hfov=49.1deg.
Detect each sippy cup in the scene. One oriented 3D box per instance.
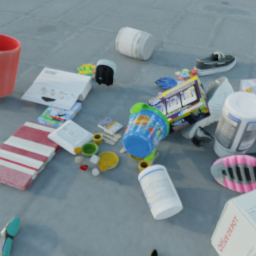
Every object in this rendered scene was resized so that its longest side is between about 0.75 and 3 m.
[{"bbox_3d":[0.457,0.197,8.366,1.672,1.313,1.225,43,43,-9],"label":"sippy cup"}]

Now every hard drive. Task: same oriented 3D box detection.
[{"bbox_3d":[1.582,-1.817,11.889,0.859,0.182,0.579,27,50,26],"label":"hard drive"}]

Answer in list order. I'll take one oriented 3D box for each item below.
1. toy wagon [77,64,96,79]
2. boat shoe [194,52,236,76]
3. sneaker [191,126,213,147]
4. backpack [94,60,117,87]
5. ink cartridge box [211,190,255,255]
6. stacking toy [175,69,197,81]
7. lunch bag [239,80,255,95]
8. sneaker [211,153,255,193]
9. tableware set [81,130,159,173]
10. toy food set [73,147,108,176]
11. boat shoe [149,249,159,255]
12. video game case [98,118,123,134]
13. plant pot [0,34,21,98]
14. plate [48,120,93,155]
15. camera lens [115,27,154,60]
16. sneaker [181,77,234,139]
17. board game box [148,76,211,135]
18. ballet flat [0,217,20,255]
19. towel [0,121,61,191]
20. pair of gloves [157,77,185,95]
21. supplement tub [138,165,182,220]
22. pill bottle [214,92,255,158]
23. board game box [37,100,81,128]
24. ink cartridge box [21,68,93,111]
[{"bbox_3d":[-1.781,-2.434,12.500,0.962,0.245,1.240,-6,43,-6],"label":"toy wagon"},{"bbox_3d":[4.043,-3.016,12.700,2.296,0.814,0.828,-22,47,-22],"label":"boat shoe"},{"bbox_3d":[2.265,0.362,8.693,0.598,1.508,0.568,-42,68,12],"label":"sneaker"},{"bbox_3d":[-0.907,-2.304,11.435,0.887,1.000,0.753,12,52,5],"label":"backpack"},{"bbox_3d":[3.098,2.839,5.598,1.136,2.000,2.744,-17,46,-17],"label":"ink cartridge box"},{"bbox_3d":[2.581,-2.466,12.448,0.863,0.364,0.781,-21,47,-21],"label":"stacking toy"},{"bbox_3d":[5.200,-0.997,10.302,1.609,1.206,1.897,-7,33,-9],"label":"lunch bag"},{"bbox_3d":[3.896,1.125,8.329,2.902,1.147,1.384,-4,12,6],"label":"sneaker"},{"bbox_3d":[-0.285,0.769,9.008,2.331,0.358,1.570,24,48,23],"label":"tableware set"},{"bbox_3d":[-1.160,1.044,8.508,1.160,0.522,0.554,27,91,6],"label":"toy food set"},{"bbox_3d":[0.544,3.214,6.488,0.282,0.238,0.791,9,44,9],"label":"boat shoe"},{"bbox_3d":[-0.640,-0.075,10.043,0.754,0.066,0.539,28,51,32],"label":"video game case"},{"bbox_3d":[-5.084,-2.275,10.382,2.150,1.902,2.150,9,32,-6],"label":"plant pot"},{"bbox_3d":[-1.888,0.244,9.415,1.154,0.186,1.151,32,43,12],"label":"plate"},{"bbox_3d":[0.295,-4.043,13.454,1.598,1.278,1.278,24,48,22],"label":"camera lens"},{"bbox_3d":[2.930,-0.552,9.838,2.684,1.076,0.944,-49,16,-15],"label":"sneaker"},{"bbox_3d":[1.669,-0.698,9.672,2.053,0.582,1.697,-26,36,25],"label":"board game box"},{"bbox_3d":[-3.029,2.714,6.957,0.390,0.390,1.084,1,42,1],"label":"ballet flat"},{"bbox_3d":[-3.303,0.783,9.068,1.845,0.291,2.562,14,43,17],"label":"towel"},{"bbox_3d":[1.805,-1.531,11.402,1.249,0.177,1.554,3,52,-1],"label":"pair of gloves"},{"bbox_3d":[0.845,1.715,7.531,0.821,0.821,1.245,-13,55,-13],"label":"supplement tub"},{"bbox_3d":[3.269,0.028,8.402,1.144,2.011,1.144,0,46,0],"label":"pill bottle"},{"bbox_3d":[-2.542,-0.542,10.478,1.049,0.254,1.386,14,44,16],"label":"board game box"},{"bbox_3d":[-2.824,-1.483,11.316,2.236,0.487,1.941,14,56,15],"label":"ink cartridge box"}]
